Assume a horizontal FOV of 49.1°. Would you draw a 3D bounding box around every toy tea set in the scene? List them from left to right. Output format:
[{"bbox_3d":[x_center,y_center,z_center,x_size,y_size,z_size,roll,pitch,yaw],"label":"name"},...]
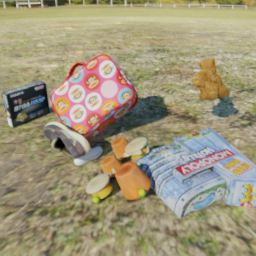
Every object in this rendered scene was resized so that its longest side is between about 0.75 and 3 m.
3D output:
[{"bbox_3d":[-0.008,1.182,7.962,1.624,1.011,2.732,-21,22,26],"label":"toy tea set"}]

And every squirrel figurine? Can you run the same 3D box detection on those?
[{"bbox_3d":[2.763,-1.667,9.537,1.056,1.392,1.492,-4,11,31],"label":"squirrel figurine"}]

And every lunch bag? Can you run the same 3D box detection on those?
[{"bbox_3d":[-1.286,-1.156,9.624,2.729,2.404,1.118,-35,-13,8],"label":"lunch bag"}]

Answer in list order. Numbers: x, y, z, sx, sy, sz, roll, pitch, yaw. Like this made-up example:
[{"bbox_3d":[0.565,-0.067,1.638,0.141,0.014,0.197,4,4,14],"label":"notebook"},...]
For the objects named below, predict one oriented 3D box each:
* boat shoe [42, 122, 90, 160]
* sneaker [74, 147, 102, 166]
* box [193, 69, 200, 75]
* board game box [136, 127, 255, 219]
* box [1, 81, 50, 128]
[{"bbox_3d":[-2.098,0.405,8.734,2.152,0.774,0.697,21,42,36],"label":"boat shoe"},{"bbox_3d":[-1.244,0.808,8.860,0.389,0.377,1.066,24,37,35],"label":"sneaker"},{"bbox_3d":[4.615,-3.333,17.019,1.237,0.215,0.681,9,29,17],"label":"box"},{"bbox_3d":[2.121,1.207,7.596,2.845,0.877,2.843,-15,30,-26],"label":"board game box"},{"bbox_3d":[-4.030,-0.966,11.192,0.409,1.413,1.777,20,33,33],"label":"box"}]
